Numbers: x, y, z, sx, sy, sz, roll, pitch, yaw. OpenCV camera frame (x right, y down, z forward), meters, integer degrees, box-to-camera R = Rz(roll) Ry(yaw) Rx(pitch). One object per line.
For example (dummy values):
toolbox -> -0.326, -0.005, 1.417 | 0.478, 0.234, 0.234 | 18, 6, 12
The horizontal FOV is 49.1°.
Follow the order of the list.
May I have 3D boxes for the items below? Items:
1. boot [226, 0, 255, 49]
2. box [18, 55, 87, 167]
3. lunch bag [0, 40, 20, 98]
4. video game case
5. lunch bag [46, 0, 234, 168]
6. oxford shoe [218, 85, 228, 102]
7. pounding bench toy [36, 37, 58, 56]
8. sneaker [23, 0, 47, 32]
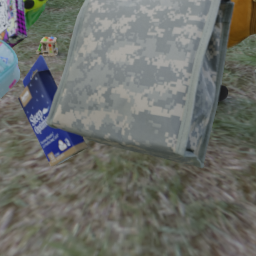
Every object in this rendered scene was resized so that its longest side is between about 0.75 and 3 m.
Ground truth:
boot -> 1.691, -1.925, 4.364 | 2.027, 1.451, 0.713 | 26, 76, 43
box -> -1.371, -0.243, 4.717 | 0.271, 1.015, 1.675 | -23, 85, -42
lunch bag -> -1.576, -0.635, 2.576 | 1.007, 0.388, 0.808 | 36, 68, 1
video game case -> -2.329, -1.992, 5.112 | 1.121, 1.237, 0.222 | -18, -15, 30
lunch bag -> 0.245, -0.850, 3.793 | 1.913, 1.371, 2.332 | 11, 82, 27
oxford shoe -> 2.000, -1.079, 8.616 | 1.942, 0.693, 0.692 | 0, 19, -12
pounding bench toy -> -3.400, -3.383, 11.546 | 0.862, 0.672, 0.535 | 0, 37, 0
sneaker -> -2.597, -3.290, 7.029 | 1.021, 2.756, 1.152 | 36, 50, -24
